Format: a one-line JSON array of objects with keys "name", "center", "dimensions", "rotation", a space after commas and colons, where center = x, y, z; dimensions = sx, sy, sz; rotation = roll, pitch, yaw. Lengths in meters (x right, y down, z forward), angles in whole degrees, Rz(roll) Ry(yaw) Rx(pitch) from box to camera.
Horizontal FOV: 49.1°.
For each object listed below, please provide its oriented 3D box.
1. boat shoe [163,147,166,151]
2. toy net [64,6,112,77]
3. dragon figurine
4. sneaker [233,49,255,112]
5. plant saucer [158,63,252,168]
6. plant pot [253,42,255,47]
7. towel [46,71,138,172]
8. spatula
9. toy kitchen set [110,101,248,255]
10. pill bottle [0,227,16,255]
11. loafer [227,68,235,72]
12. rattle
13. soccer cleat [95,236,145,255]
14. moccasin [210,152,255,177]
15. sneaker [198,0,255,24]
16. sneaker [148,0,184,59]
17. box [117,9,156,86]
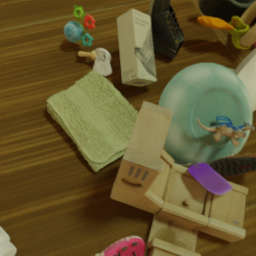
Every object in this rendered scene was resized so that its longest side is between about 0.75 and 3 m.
[{"name": "boat shoe", "center": [0.907, -0.024, 7.773], "dimensions": [0.546, 0.480, 1.535], "rotation": [-23, 63, -12]}, {"name": "toy net", "center": [-1.162, -2.753, 9.147], "dimensions": [2.375, 1.246, 0.459], "rotation": [50, 26, 6]}, {"name": "dragon figurine", "center": [2.199, 0.015, 6.465], "dimensions": [1.490, 0.438, 0.741], "rotation": [13, 25, -1]}, {"name": "sneaker", "center": [3.727, -1.361, 8.263], "dimensions": [1.204, 0.768, 2.083], "rotation": [37, 85, -3]}, {"name": "plant saucer", "center": [2.079, -0.246, 6.939], "dimensions": [2.759, 0.531, 2.759], "rotation": [-1, 95, -16]}, {"name": "plant pot", "center": [5.180, -3.452, 9.398], "dimensions": [1.589, 1.422, 1.589], "rotation": [0, 59, 0]}, {"name": "towel", "center": [-0.861, -0.325, 7.796], "dimensions": [2.015, 0.495, 2.716], "rotation": [-36, 68, -14]}, {"name": "spatula", "center": [1.147, 0.797, 6.900], "dimensions": [0.812, 0.295, 2.874], "rotation": [-9, 26, -43]}, {"name": "toy kitchen set", "center": [1.104, 1.597, 5.389], "dimensions": [2.959, 2.670, 2.414], "rotation": [19, 61, 2]}, {"name": "pill bottle", "center": [-3.067, 2.444, 6.112], "dimensions": [1.224, 0.694, 0.694], "rotation": [35, 64, 21]}, {"name": "loafer", "center": [3.090, -1.625, 8.696], "dimensions": [1.302, 0.454, 0.455], "rotation": [-5, 91, -15]}, {"name": "rattle", "center": [3.895, -4.053, 8.749], "dimensions": [1.990, 2.786, 1.814], "rotation": [38, 45, -1]}, {"name": "soccer cleat", "center": [-0.663, 2.878, 5.775], "dimensions": [2.161, 0.755, 0.933], "rotation": [-30, 19, -26]}, {"name": "moccasin", "center": [2.655, 0.833, 6.699], "dimensions": [1.376, 0.531, 0.503], "rotation": [-15, 92, 8]}, {"name": "sneaker", "center": [3.923, -4.762, 10.452], "dimensions": [2.761, 1.056, 1.582], "rotation": [2, 58, -3]}, {"name": "sneaker", "center": [1.337, -3.446, 8.863], "dimensions": [1.283, 2.416, 0.903], "rotation": [29, 50, 14]}, {"name": "box", "center": [0.253, -2.372, 8.481], "dimensions": [0.862, 0.717, 2.098], "rotation": [-1, 84, -44]}]
